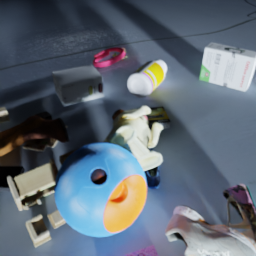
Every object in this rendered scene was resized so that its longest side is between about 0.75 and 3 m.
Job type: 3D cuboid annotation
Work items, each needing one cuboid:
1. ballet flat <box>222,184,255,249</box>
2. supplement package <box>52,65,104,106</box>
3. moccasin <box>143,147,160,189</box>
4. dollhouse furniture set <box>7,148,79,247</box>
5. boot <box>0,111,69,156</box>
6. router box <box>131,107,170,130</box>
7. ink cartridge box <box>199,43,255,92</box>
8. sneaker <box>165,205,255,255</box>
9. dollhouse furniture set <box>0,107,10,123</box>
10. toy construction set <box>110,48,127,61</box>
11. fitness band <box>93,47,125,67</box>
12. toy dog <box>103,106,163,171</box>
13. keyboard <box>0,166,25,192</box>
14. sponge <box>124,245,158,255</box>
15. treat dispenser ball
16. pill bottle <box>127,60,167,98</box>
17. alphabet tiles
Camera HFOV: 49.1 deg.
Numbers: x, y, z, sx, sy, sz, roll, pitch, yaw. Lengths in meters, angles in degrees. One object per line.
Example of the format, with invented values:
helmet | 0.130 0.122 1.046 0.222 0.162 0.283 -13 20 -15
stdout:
ballet flat | 3.228 2.610 7.480 0.958 0.931 2.693 -18 32 7
supplement package | -2.387 -2.078 13.378 2.011 1.115 1.566 -17 40 -20
moccasin | 0.824 1.207 9.422 0.731 0.620 1.818 -6 37 -7
dollhouse furniture set | -2.048 2.050 8.261 2.213 1.231 1.958 -22 67 -27
boot | -3.723 0.362 10.082 2.704 0.926 2.545 -28 41 -30
router box | 0.905 -0.384 11.729 1.468 0.383 1.154 -6 37 -8
ink cartridge box | 5.061 -3.088 14.176 2.459 1.795 1.034 22 41 25
sneaker | 1.994 2.949 7.061 2.319 0.878 1.067 18 48 34
dollhouse furniture set | -5.905 -0.589 10.567 2.394 2.118 1.331 -19 42 -22
toy construction set | -0.486 -4.400 17.039 0.726 0.510 1.108 27 56 32
fitness band | -1.158 -4.168 16.545 2.071 0.387 1.487 -36 45 -26
toy dog | 0.068 0.315 9.484 1.718 2.388 2.463 38 30 -16
keyboard | -4.754 1.783 8.944 2.513 0.322 1.509 -1 31 0
sponge | 0.123 3.448 6.776 1.467 0.219 0.818 -12 39 -15
treat dispenser ball | -0.719 1.603 7.457 2.433 2.433 2.433 0 37 0
pill bottle | 1.037 -2.532 13.858 1.269 1.269 2.434 19 41 23
alphabet tiles | -3.376 0.315 11.080 1.392 0.063 1.665 8 37 10
